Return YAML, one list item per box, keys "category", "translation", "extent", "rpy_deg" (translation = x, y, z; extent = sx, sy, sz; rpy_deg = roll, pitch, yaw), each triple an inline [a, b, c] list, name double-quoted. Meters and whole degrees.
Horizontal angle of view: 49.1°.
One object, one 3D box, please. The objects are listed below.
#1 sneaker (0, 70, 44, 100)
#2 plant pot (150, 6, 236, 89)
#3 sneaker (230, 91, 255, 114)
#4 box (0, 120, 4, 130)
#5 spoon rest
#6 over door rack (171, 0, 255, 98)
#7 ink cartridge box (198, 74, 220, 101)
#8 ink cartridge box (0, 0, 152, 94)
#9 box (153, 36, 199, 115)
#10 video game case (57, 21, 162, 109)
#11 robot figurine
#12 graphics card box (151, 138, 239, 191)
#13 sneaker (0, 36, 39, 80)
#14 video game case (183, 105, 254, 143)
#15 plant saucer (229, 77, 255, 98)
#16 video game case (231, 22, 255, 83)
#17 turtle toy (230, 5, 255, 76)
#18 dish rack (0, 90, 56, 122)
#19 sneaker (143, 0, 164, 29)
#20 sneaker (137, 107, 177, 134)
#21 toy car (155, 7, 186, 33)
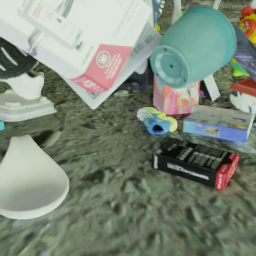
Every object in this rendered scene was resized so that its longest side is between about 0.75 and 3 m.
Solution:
- category: "sneaker"
  translation: [-2.934, -1.492, 6.906]
  extent: [1.917, 0.835, 0.714]
  rpy_deg: [29, 33, -17]
- category: "plant pot"
  translation: [1.147, -1.433, 5.406]
  extent: [1.342, 1.342, 1.261]
  rpy_deg: [22, 53, 42]
- category: "sneaker"
  translation: [4.852, -1.063, 10.307]
  extent: [2.050, 0.818, 1.334]
  rpy_deg: [10, 23, 22]
- category: "box"
  translation: [-4.363, -0.012, 8.492]
  extent: [1.025, 0.252, 0.422]
  rpy_deg: [-20, 30, -40]
- category: "spoon rest"
  translation: [-2.088, 0.836, 5.692]
  extent: [1.397, 0.852, 2.812]
  rpy_deg: [-10, 24, -23]
- category: "over door rack"
  translation: [2.114, -2.270, 6.403]
  extent: [2.073, 2.805, 0.934]
  rpy_deg: [-11, 13, 6]
- category: "ink cartridge box"
  translation: [2.609, -2.397, 11.136]
  extent: [0.535, 2.885, 1.366]
  rpy_deg: [-39, 34, -10]
- category: "ink cartridge box"
  translation: [-1.118, -2.047, 4.953]
  extent: [2.540, 1.861, 1.051]
  rpy_deg: [31, -9, -28]
- category: "box"
  translation: [1.697, -1.894, 9.936]
  extent: [1.339, 2.610, 1.236]
  rpy_deg: [-5, 23, -11]
- category: "video game case"
  translation: [-0.710, -1.988, 6.551]
  extent: [2.327, 2.116, 0.272]
  rpy_deg: [-43, 1, 6]
- category: "robot figurine"
  translation: [0.083, -2.494, 12.726]
  extent: [2.656, 1.657, 1.996]
  rpy_deg: [1, 5, 2]
- category: "graphics card box"
  translation: [1.512, 0.756, 6.403]
  extent: [1.714, 0.436, 1.075]
  rpy_deg: [15, 27, 29]
- category: "sneaker"
  translation: [-2.048, -1.870, 5.943]
  extent: [2.392, 0.884, 0.949]
  rpy_deg: [-39, 25, -4]
- category: "video game case"
  translation: [2.823, -0.171, 8.662]
  extent: [1.802, 0.410, 1.634]
  rpy_deg: [12, 25, 26]
- category: "plant saucer"
  translation: [3.678, -1.213, 8.110]
  extent: [1.051, 0.193, 1.053]
  rpy_deg: [-21, 34, -27]
- category: "video game case"
  translation: [2.532, -1.546, 6.010]
  extent: [1.680, 0.159, 1.200]
  rpy_deg: [43, 11, -12]
- category: "turtle toy"
  translation: [3.781, -2.729, 7.640]
  extent: [1.500, 2.967, 2.162]
  rpy_deg: [16, 26, -33]
- category: "dish rack"
  translation: [-4.091, -0.863, 9.874]
  extent: [2.577, 0.561, 2.212]
  rpy_deg: [13, 18, 26]
- category: "sneaker"
  translation: [0.995, -3.750, 8.004]
  extent: [1.524, 2.081, 0.838]
  rpy_deg: [-9, 3, -18]
- category: "sneaker"
  translation: [0.722, -0.227, 8.610]
  extent: [1.493, 0.565, 0.784]
  rpy_deg: [19, 30, 36]
- category: "toy car"
  translation: [1.382, -4.098, 10.282]
  extent: [2.715, 2.885, 0.643]
  rpy_deg: [21, 43, 22]
